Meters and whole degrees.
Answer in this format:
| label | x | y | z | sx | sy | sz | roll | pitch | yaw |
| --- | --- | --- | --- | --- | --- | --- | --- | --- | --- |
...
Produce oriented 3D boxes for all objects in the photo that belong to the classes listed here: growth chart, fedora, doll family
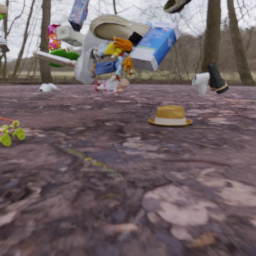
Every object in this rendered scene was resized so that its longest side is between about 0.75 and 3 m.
| label | x | y | z | sx | sy | sz | roll | pitch | yaw |
| --- | --- | --- | --- | --- | --- | --- | --- | --- | --- |
| growth chart | -2.749 | -2.529 | 10.486 | 1.721 | 0.211 | 2.378 | 12 | 6 | -18 |
| fedora | 1.703 | -0.507 | 11.313 | 1.765 | 0.720 | 1.765 | 1 | 11 | 0 |
| doll family | -0.459 | -2.123 | 8.901 | 1.334 | 2.149 | 0.969 | -5 | -26 | 21 |

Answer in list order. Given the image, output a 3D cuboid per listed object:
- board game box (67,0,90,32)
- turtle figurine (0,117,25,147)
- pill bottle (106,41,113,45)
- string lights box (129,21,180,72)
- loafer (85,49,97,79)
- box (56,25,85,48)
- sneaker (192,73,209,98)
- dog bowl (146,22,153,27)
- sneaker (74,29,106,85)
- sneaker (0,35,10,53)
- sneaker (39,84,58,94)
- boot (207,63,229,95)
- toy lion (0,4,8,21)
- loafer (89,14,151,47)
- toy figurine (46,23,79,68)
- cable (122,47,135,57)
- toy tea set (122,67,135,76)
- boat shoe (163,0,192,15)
| label | x | y | z | sx | sy | sz | roll | pitch | yaw |
| --- | --- | --- | --- | --- | --- | --- | --- | --- | --- |
| board game box | -1.360 | -3.486 | 8.185 | 0.359 | 1.163 | 1.163 | 17 | 5 | -5 |
| turtle figurine | -3.883 | 0.162 | 8.301 | 1.455 | 0.581 | 1.804 | 16 | 17 | 35 |
| pill bottle | -1.038 | -4.249 | 13.423 | 1.806 | 1.045 | 1.045 | 13 | 17 | 43 |
| string lights box | 0.878 | -2.693 | 9.145 | 0.897 | 1.746 | 0.515 | 21 | -23 | 36 |
| loafer | -1.251 | -2.225 | 9.631 | 0.381 | 1.091 | 0.381 | 2 | -21 | -38 |
| box | -2.273 | -3.671 | 11.325 | 0.570 | 0.474 | 1.386 | -5 | -1 | 21 |
| sneaker | 2.177 | -1.300 | 8.637 | 0.475 | 0.823 | 0.303 | -5 | 37 | -7 |
| dog bowl | 1.139 | -4.622 | 12.983 | 0.761 | 0.189 | 0.424 | 40 | 2 | -8 |
| sneaker | -1.737 | -3.207 | 12.020 | 0.959 | 2.603 | 1.504 | 16 | 6 | -26 |
| sneaker | -4.605 | -3.054 | 10.352 | 0.356 | 0.375 | 0.932 | -17 | -5 | -20 |
| sneaker | -2.545 | -1.206 | 8.938 | 0.834 | 0.295 | 0.305 | 7 | -29 | 45 |
| boot | 3.301 | -2.010 | 10.729 | 0.642 | 1.146 | 1.656 | -28 | 13 | 7 |
| toy lion | -4.041 | -3.213 | 7.521 | 1.110 | 1.158 | 0.397 | -54 | 16 | -24 |
| loafer | -0.187 | -3.315 | 9.782 | 2.343 | 0.800 | 0.886 | 1 | -34 | -16 |
| toy figurine | -3.175 | -3.817 | 12.396 | 1.404 | 1.721 | 1.870 | -20 | -6 | 9 |
| cable | 0.376 | -3.608 | 12.530 | 1.661 | 0.575 | 1.661 | -23 | 14 | -22 |
| toy tea set | 0.034 | -2.493 | 11.686 | 0.547 | 0.341 | 0.920 | -8 | 38 | -36 |
| boat shoe | 1.447 | -3.696 | 7.854 | 0.496 | 0.565 | 1.587 | -5 | -4 | -13 |
